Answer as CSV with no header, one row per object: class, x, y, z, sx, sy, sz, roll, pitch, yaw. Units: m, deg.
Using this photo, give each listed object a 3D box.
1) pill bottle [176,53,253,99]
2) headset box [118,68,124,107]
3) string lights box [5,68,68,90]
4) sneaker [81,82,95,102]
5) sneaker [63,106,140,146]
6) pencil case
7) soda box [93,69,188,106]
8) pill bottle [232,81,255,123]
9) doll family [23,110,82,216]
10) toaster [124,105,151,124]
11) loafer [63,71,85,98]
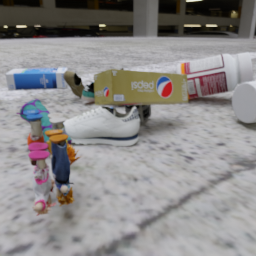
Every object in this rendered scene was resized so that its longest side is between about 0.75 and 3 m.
pill bottle,3.403,-2.076,11.157,2.743,1.503,1.503,-8,19,18
headset box,-0.297,-1.601,11.040,0.602,1.160,1.558,-24,17,17
string lights box,-4.364,-2.435,13.725,2.720,0.802,1.398,-2,22,-6
sneaker,-1.214,-1.514,11.385,0.601,0.673,1.684,26,24,21
sneaker,-0.926,-0.127,7.768,2.494,1.004,0.953,0,24,2
pencil case,-2.051,-0.006,6.911,0.653,1.413,0.601,-38,-3,-5
soda box,0.448,-1.122,8.149,2.796,0.895,0.947,-3,2,-35
pill bottle,4.860,-0.928,9.049,2.662,1.509,1.509,-7,23,-18
doll family,-1.206,0.590,4.786,0.952,1.312,2.114,-6,28,-18
toaster,0.329,-0.672,9.230,0.578,0.881,0.974,5,23,28
loafer,-2.095,-1.756,11.478,0.496,1.471,0.559,3,63,29
